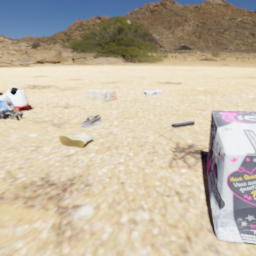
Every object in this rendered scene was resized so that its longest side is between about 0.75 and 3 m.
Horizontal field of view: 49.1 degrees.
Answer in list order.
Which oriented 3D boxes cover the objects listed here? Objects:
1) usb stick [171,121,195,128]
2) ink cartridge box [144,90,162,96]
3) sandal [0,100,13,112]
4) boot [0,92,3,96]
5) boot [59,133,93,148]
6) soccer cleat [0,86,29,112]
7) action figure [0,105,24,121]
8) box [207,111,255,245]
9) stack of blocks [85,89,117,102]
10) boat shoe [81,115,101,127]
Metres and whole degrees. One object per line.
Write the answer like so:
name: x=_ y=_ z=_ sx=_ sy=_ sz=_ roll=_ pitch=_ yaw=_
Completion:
usb stick: x=2.115 y=-0.141 z=10.731 sx=1.002 sy=0.163 sz=0.278 roll=-8 pitch=18 yaw=-26
ink cartridge box: x=1.684 y=-2.308 z=18.322 sx=1.195 sy=0.234 sz=0.594 roll=-11 pitch=19 yaw=-29
sandal: x=-5.703 y=-0.890 z=12.389 sx=0.855 sy=0.780 sz=1.964 roll=4 pitch=17 yaw=-3
boot: x=-8.344 y=-1.845 z=16.069 sx=1.735 sy=0.574 sz=1.519 roll=2 pitch=16 yaw=4
boot: x=-1.613 y=0.337 z=8.729 sx=0.893 sy=0.325 sz=0.694 roll=7 pitch=17 yaw=20
soccer cleat: x=-5.721 y=-1.530 z=13.899 sx=0.902 sy=1.120 sz=2.628 roll=-14 pitch=21 yaw=-40
action figure: x=-4.978 y=-0.633 z=11.735 sx=1.168 sy=0.596 sz=0.694 roll=8 pitch=28 yaw=21
box: x=2.436 y=0.686 z=5.182 sx=1.793 sy=1.557 sz=2.713 roll=3 pitch=16 yaw=12
stack of blocks: x=-1.614 y=-1.929 z=16.433 sx=1.730 sy=0.507 sz=0.996 roll=14 pitch=21 yaw=42
boat shoe: x=-1.469 y=-0.304 z=10.930 sx=0.366 sy=0.366 sz=1.012 roll=11 pitch=19 yaw=33
